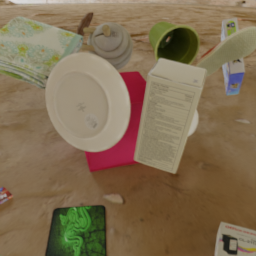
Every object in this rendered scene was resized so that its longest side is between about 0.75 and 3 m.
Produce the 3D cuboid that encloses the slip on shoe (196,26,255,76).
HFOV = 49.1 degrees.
[{"bbox_3d":[2.851,-2.246,8.069,0.774,2.088,0.639,39,49,-18],"label":"slip on shoe"}]

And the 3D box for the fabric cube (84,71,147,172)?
[{"bbox_3d":[-0.432,-0.317,9.729,2.430,2.477,2.469,-8,34,-15],"label":"fabric cube"}]

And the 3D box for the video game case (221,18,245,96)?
[{"bbox_3d":[3.505,-2.316,9.525,0.470,1.873,2.066,-5,-13,15],"label":"video game case"}]

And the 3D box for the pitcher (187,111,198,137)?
[{"bbox_3d":[1.594,-0.589,11.182,2.380,1.681,2.774,-9,20,-35],"label":"pitcher"}]

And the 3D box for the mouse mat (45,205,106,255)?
[{"bbox_3d":[-1.280,2.658,7.081,1.446,0.068,1.798,-3,30,-5],"label":"mouse mat"}]

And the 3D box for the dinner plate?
[{"bbox_3d":[-1.058,-0.523,6.493,2.356,2.356,0.286,14,22,22],"label":"dinner plate"}]

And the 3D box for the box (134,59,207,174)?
[{"bbox_3d":[0.924,-0.221,6.537,1.164,2.451,0.953,18,39,11],"label":"box"}]

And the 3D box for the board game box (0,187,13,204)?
[{"bbox_3d":[-3.926,2.097,7.968,0.556,0.105,1.079,25,39,34],"label":"board game box"}]

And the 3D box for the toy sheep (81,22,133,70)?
[{"bbox_3d":[-0.765,-3.266,11.230,2.021,2.021,2.931,3,-4,5],"label":"toy sheep"}]

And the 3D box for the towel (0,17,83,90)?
[{"bbox_3d":[-3.164,-2.639,9.352,2.556,0.719,2.986,20,46,-1],"label":"towel"}]

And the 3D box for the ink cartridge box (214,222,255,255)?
[{"bbox_3d":[2.449,2.879,6.202,0.994,0.565,1.364,11,32,17],"label":"ink cartridge box"}]

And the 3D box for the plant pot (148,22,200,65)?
[{"bbox_3d":[1.417,-2.990,9.716,1.596,1.596,1.515,-8,39,-14],"label":"plant pot"}]

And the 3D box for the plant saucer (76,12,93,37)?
[{"bbox_3d":[-2.146,-4.987,13.593,0.268,1.465,1.465,30,32,-7],"label":"plant saucer"}]
